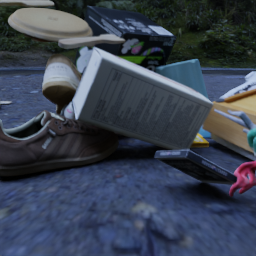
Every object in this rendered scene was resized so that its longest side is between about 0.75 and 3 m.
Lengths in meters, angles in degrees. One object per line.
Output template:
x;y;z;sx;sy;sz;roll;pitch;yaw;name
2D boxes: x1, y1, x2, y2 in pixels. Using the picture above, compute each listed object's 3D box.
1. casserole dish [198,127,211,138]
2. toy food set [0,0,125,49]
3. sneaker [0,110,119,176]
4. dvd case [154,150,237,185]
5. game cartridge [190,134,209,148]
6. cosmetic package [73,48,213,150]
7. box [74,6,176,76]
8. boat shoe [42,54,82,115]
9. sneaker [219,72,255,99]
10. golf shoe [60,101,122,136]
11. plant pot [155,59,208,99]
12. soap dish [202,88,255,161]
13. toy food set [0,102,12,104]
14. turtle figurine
2.376;0.032;7.151;1.487;0.289;0.901;4;15;15;casserole dish
-1.703;-2.237;6.472;2.860;0.574;1.974;35;38;27;toy food set
-1.212;0.153;5.144;2.562;0.968;0.902;-11;23;-39;sneaker
0.981;0.570;4.005;1.013;0.125;0.761;27;-17;-21;dvd case
1.396;0.276;6.526;0.738;0.136;0.837;-1;16;-3;game cartridge
0.260;-0.499;5.491;2.383;1.232;1.040;19;19;-23;cosmetic package
-0.280;-1.859;8.521;2.110;2.841;1.766;-12;47;-41;box
-1.423;-0.932;7.076;1.030;0.966;2.794;-2;-13;-3;boat shoe
3.749;-1.364;7.642;2.808;1.055;1.614;-20;47;19;sneaker
-0.333;-0.348;6.611;2.552;0.927;1.175;-14;-18;-34;golf shoe
1.514;-1.040;7.995;1.656;1.622;1.656;-11;12;2;plant pot
2.917;-0.122;5.579;1.859;0.960;2.363;-17;22;-17;soap dish
-5.598;-0.955;10.485;1.706;0.496;2.471;0;15;1;toy food set
2.377;0.536;3.059;2.134;1.435;2.850;-16;33;-23;turtle figurine
